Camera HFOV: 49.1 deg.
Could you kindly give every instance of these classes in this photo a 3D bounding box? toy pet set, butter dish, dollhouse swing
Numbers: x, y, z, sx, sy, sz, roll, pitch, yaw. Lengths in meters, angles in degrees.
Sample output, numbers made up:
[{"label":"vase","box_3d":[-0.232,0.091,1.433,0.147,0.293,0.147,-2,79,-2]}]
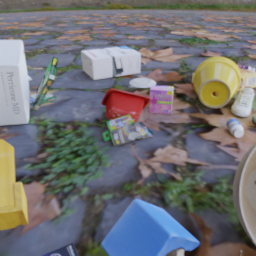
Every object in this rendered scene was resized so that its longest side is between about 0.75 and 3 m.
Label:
[{"label":"toy pet set","box_3d":[1.021,2.340,4.374,2.805,1.490,2.619,-18,33,-30]},{"label":"butter dish","box_3d":[-0.164,-0.544,9.899,1.568,1.572,1.162,12,71,-12]},{"label":"dollhouse swing","box_3d":[-3.011,1.246,5.752,1.640,1.491,1.442,-5,58,-17]}]

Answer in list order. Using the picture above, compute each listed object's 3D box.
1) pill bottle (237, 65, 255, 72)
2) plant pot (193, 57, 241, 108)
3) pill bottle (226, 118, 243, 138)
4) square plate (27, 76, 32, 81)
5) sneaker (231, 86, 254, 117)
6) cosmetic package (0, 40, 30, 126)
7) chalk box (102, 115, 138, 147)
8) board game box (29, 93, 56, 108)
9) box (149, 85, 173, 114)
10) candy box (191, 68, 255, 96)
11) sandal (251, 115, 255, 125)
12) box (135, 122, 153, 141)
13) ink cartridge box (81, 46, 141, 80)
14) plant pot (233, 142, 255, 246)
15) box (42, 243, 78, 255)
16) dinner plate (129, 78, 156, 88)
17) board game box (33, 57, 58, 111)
[{"label":"pill bottle","box_3d":[6.408,-3.122,15.369,0.953,0.531,0.531,16,33,27]},{"label":"plant pot","box_3d":[3.572,-1.716,11.427,1.914,1.914,1.800,9,33,16]},{"label":"pill bottle","box_3d":[3.724,0.013,9.741,0.433,0.433,0.772,0,30,0]},{"label":"square plate","box_3d":[-6.576,-2.736,14.896,2.233,0.318,2.212,-18,34,-30]},{"label":"sneaker","box_3d":[4.697,-1.150,11.436,0.739,0.859,2.029,13,33,20]},{"label":"cosmetic package","box_3d":[-5.302,-1.667,10.306,2.944,2.427,2.429,-5,38,-13]},{"label":"chalk box","box_3d":[-0.308,0.116,9.192,1.071,0.666,0.663,-17,32,-5]},{"label":"board game box","box_3d":[-3.995,-1.251,12.290,1.343,0.196,0.904,-25,37,-37]},{"label":"box","box_3d":[1.325,-1.120,11.195,0.894,1.016,0.491,6,29,9]},{"label":"candy box","box_3d":[4.648,-2.291,13.451,2.790,0.772,1.611,-13,26,-27]},{"label":"sandal","box_3d":[5.597,-0.388,10.329,1.961,0.560,0.779,-2,29,-3]},{"label":"box","box_3d":[0.393,0.110,9.821,0.627,0.173,0.917,-11,31,-19]},{"label":"ink cartridge box","box_3d":[-0.991,-3.688,15.698,2.819,1.187,2.038,-13,31,-22]},{"label":"plant pot","box_3d":[3.301,1.304,5.595,2.710,2.710,1.819,2,-8,4]},{"label":"box","box_3d":[-1.122,2.798,4.479,1.099,0.614,1.557,-12,31,-26]},{"label":"dinner plate","box_3d":[0.735,-2.349,14.359,1.376,0.167,1.376,1,30,-1]},{"label":"board game box","box_3d":[-3.244,-1.669,10.918,0.250,2.132,1.117,20,53,-24]}]
